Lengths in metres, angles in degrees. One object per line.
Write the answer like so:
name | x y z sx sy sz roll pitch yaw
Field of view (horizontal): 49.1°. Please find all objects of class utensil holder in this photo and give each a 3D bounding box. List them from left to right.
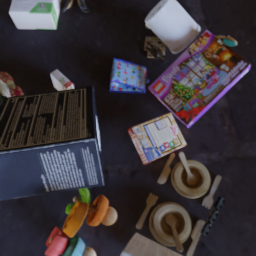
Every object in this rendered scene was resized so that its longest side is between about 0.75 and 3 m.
utensil holder | 1.507 -3.537 9.587 1.501 1.276 1.276 41 68 -22

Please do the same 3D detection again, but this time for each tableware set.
tableware set | 1.504 2.015 7.896 1.719 0.521 2.601 26 69 10

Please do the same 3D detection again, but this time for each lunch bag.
lunch bag | 0.073 -1.726 9.563 1.314 0.618 0.989 7 63 -6

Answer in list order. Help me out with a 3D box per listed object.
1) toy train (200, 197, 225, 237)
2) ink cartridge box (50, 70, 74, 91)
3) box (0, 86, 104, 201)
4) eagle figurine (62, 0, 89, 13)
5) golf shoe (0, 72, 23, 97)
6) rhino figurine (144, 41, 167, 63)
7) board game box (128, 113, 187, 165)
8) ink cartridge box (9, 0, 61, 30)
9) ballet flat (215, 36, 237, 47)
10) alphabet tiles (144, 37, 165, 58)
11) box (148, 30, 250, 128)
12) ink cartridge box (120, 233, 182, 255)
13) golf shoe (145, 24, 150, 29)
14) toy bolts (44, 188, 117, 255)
toy train | 2.279 2.411 7.629 0.201 0.271 1.181 29 87 -1
ink cartridge box | -2.019 -1.297 9.245 1.240 0.676 0.312 41 66 18
box | -2.104 0.290 7.555 2.633 1.636 2.655 -7 36 -3
eagle figurine | -2.097 -5.087 10.982 0.979 0.973 1.290 3 97 44
golf shoe | -3.962 -1.218 9.391 1.342 0.614 0.505 55 36 9
rhino figurine | 0.990 -2.594 9.696 0.364 0.533 1.218 -50 35 16
board game box | 0.892 0.297 8.409 1.487 0.344 1.127 -20 80 -27
ink cartridge box | -3.455 -4.902 10.731 1.560 0.900 2.135 2 66 1
ballet flat | 3.371 -3.093 9.800 1.033 0.354 0.326 23 74 42
alphabet tiles | 0.984 -2.968 10.335 0.777 0.035 0.930 6 68 6
box | 2.222 -1.561 8.979 2.660 0.520 1.820 -45 71 5
ink cartridge box | 1.036 3.384 6.449 2.460 1.970 0.582 23 84 13
golf shoe | 1.068 -4.043 10.643 0.914 0.403 0.353 -16 68 -6
toy bolts | -1.081 2.684 7.072 1.319 1.816 1.901 32 87 -11
